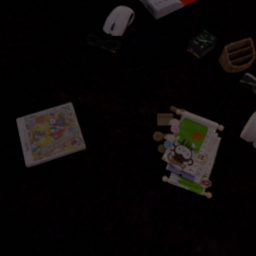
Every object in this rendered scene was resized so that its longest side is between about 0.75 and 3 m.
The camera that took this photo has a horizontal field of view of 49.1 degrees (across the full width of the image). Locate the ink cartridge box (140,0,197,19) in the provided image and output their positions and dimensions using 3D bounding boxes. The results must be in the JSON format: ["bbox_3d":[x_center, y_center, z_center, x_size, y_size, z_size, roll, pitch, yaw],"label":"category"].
[{"bbox_3d":[1.682,-5.967,12.308,2.306,0.658,1.874,-30,68,-8],"label":"ink cartridge box"}]

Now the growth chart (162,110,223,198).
[{"bbox_3d":[2.008,0.769,9.010,1.839,0.225,2.541,13,83,10],"label":"growth chart"}]

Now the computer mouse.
[{"bbox_3d":[-0.561,-4.228,11.482,1.389,0.556,2.533,21,67,11],"label":"computer mouse"}]

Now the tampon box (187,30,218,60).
[{"bbox_3d":[2.914,-3.267,11.030,0.895,0.565,0.671,-38,70,-16],"label":"tampon box"}]

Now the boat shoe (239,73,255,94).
[{"bbox_3d":[4.711,-1.410,10.212,0.471,0.501,1.394,-44,66,-5],"label":"boat shoe"}]

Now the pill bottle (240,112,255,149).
[{"bbox_3d":[4.685,0.377,8.748,2.010,1.139,1.139,31,69,14],"label":"pill bottle"}]

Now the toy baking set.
[{"bbox_3d":[1.954,0.300,9.575,2.372,0.276,1.820,23,71,12],"label":"toy baking set"}]

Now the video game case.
[{"bbox_3d":[-2.670,0.195,9.615,2.004,0.229,1.824,-18,67,-8],"label":"video game case"}]

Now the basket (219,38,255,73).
[{"bbox_3d":[4.199,-2.683,10.594,1.177,0.877,0.840,-18,66,-9],"label":"basket"}]
